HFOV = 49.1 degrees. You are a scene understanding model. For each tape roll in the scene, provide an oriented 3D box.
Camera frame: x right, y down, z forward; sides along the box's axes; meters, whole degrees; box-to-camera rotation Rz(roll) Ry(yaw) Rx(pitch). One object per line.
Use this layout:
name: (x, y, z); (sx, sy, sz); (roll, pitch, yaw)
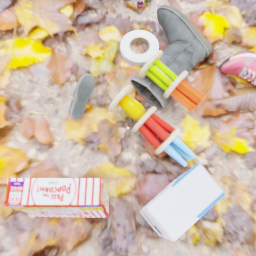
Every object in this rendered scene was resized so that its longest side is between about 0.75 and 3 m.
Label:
tape roll: (0.390, -2.786, 9.731); (1.354, 0.247, 1.354); (0, 70, -1)

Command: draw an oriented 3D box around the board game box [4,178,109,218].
board game box: (-1.507, 1.767, 6.834); (1.959, 2.586, 0.599); (0, 67, 0)

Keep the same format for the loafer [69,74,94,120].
loafer: (-1.529, -1.003, 8.736); (0.557, 0.516, 1.482); (23, 89, -36)

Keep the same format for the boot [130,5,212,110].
boot: (1.100, -2.362, 9.185); (2.809, 1.019, 2.554); (-44, 83, -8)

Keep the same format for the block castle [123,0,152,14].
block castle: (0.475, -4.998, 10.311); (0.931, 0.653, 1.393); (33, 74, 11)

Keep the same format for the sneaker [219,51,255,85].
sneaker: (4.205, -1.796, 9.031); (2.407, 0.887, 1.044); (3, 71, 1)

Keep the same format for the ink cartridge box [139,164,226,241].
ink cartridge box: (1.224, 1.895, 7.006); (1.595, 2.199, 0.921); (-38, 77, -13)

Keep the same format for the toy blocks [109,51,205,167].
toy blocks: (1.198, -0.475, 8.078); (2.775, 1.008, 2.313); (42, 94, 3)
